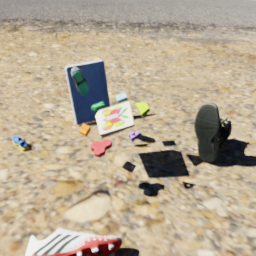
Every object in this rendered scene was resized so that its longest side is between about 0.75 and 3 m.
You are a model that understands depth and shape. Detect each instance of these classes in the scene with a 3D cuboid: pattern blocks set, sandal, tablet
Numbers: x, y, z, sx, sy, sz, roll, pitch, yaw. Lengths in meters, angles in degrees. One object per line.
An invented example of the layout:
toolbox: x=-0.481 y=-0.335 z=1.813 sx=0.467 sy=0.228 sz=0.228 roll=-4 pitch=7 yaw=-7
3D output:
pattern blocks set: x=-0.462 y=-0.282 z=9.207 sx=2.411 sy=0.222 sz=2.743 roll=-26 pitch=36 yaw=-8
sandal: x=-4.261 y=0.520 z=11.020 sx=0.919 sy=0.400 sz=0.365 roll=26 pitch=41 yaw=33
tablet: x=-1.667 y=-1.483 z=12.042 sx=1.700 sy=2.613 sz=0.178 roll=-15 pitch=25 yaw=-20

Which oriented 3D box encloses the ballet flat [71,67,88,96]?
ballet flat: x=-1.778 y=-1.743 z=10.268 sx=0.465 sy=1.294 sz=0.465 roll=-4 pitch=55 yaw=6

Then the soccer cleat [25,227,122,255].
soccer cleat: x=-1.376 y=2.952 z=7.109 sx=2.415 sy=0.829 sz=1.029 roll=-11 pitch=40 yaw=-8

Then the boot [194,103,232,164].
boot: x=3.165 y=-0.094 z=10.212 sx=0.852 sy=2.361 sz=1.783 roll=13 pitch=36 yaw=34
